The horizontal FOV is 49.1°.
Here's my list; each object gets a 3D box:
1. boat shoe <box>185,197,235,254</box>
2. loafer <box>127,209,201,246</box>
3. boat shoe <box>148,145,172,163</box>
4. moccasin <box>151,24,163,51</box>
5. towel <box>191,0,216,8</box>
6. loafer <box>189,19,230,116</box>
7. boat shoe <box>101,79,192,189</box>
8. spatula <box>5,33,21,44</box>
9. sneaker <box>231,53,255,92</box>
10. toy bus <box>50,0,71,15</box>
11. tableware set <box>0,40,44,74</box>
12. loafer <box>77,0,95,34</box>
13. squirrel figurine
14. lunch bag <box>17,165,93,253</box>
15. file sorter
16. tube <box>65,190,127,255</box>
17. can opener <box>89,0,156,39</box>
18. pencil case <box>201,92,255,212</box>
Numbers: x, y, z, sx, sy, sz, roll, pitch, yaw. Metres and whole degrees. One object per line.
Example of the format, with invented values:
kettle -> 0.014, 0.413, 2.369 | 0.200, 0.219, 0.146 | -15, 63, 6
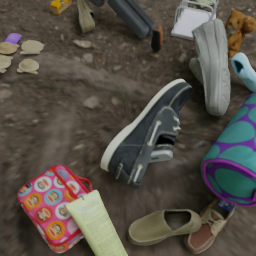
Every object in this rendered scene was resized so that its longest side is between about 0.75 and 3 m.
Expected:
boat shoe -> 1.589, 1.761, 5.374 | 0.535, 0.507, 1.412 | 35, 60, 23
loafer -> 0.634, 1.784, 5.232 | 1.414, 0.477, 0.538 | -18, 46, 5
boat shoe -> 0.495, 0.537, 6.023 | 0.965, 0.341, 0.307 | -6, 50, 23
moccasin -> 0.882, -2.713, 8.462 | 0.362, 0.989, 0.382 | 19, 67, 19
towel -> 2.810, -4.935, 10.679 | 0.750, 0.184, 1.011 | -21, 56, -16
loafer -> 2.172, -1.621, 7.580 | 0.996, 0.998, 2.855 | -9, 62, 29
boat shoe -> 0.687, 0.045, 6.328 | 1.013, 1.076, 2.996 | 30, 60, 21
spatula -> -4.014, -2.492, 8.835 | 0.444, 0.161, 1.570 | 22, 56, 16
sneaker -> 3.144, -1.437, 7.604 | 0.484, 0.437, 1.182 | -34, 91, -31
toy bus -> -2.403, -4.617, 10.294 | 0.338, 0.406, 1.037 | 22, 56, 18
tableware set -> -3.391, -2.198, 8.527 | 1.444, 0.201, 1.729 | 3, 49, -6
loafer -> -1.450, -3.866, 9.651 | 0.532, 0.600, 1.578 | -7, 63, -7
squirrel figurine -> 3.274, -3.048, 8.584 | 1.312, 1.225, 0.929 | -33, 59, -22
lunch bag -> -1.267, 1.495, 5.553 | 1.331, 0.619, 1.512 | -34, 61, -28
file sorter -> 2.289, -3.853, 9.321 | 1.164, 1.045, 1.678 | 18, 54, 13
tube -> -0.403, 1.991, 4.911 | 0.457, 0.510, 1.759 | -33, 78, 10
can opener -> -0.377, -4.092, 9.424 | 2.992, 1.000, 0.798 | 49, 54, 4
pencil case -> 2.622, 0.304, 5.771 | 1.341, 1.235, 2.901 | 33, 50, 17
